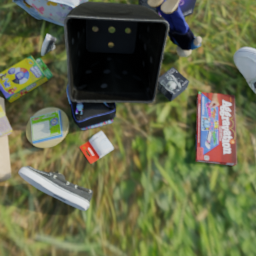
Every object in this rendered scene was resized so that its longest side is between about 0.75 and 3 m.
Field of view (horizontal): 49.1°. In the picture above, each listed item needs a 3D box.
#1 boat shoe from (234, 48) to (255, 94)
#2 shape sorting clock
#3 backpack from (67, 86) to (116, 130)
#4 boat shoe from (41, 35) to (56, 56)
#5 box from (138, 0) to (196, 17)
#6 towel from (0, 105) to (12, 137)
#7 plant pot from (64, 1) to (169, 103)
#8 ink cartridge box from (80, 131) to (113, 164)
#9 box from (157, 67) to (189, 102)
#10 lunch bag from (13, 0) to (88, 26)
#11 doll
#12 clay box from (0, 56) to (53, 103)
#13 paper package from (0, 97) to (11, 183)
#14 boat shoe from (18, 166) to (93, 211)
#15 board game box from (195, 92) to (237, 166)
[{"bbox_3d":[4.541,-1.573,9.284,0.931,1.025,2.788,-35,71,-31],"label":"boat shoe"},{"bbox_3d":[-2.612,-0.015,9.084,1.431,0.281,1.431,-3,69,7],"label":"shape sorting clock"},{"bbox_3d":[-1.220,-0.890,9.060,1.441,1.062,1.578,-18,70,-7],"label":"backpack"},{"bbox_3d":[-2.812,-2.878,9.930,0.394,1.161,0.416,11,67,-25],"label":"boat shoe"},{"bbox_3d":[1.480,-5.050,9.988,1.866,2.521,1.315,-30,71,-10],"label":"box"},{"bbox_3d":[-3.827,-0.169,7.733,0.161,1.418,1.019,-18,97,15],"label":"towel"},{"bbox_3d":[-0.454,-2.379,8.152,2.503,2.497,2.220,0,43,-7],"label":"plant pot"},{"bbox_3d":[-1.010,0.612,8.908,0.866,0.205,0.693,-32,71,-14],"label":"ink cartridge box"},{"bbox_3d":[1.502,-1.497,9.624,0.825,0.511,0.811,-40,75,-15],"label":"box"},{"bbox_3d":[-2.813,-5.190,10.607,2.459,1.563,2.085,16,70,-4],"label":"lunch bag"},{"bbox_3d":[1.545,-3.225,9.104,0.674,2.780,1.897,-50,58,2],"label":"doll"},{"bbox_3d":[-3.627,-1.767,9.740,1.743,0.415,1.002,-35,74,-10],"label":"clay box"},{"bbox_3d":[-4.839,0.154,7.463,1.530,2.958,2.820,-24,67,18],"label":"paper package"},{"bbox_3d":[-1.987,1.593,7.884,2.159,0.741,0.611,33,60,-14],"label":"boat shoe"},{"bbox_3d":[2.868,-0.022,9.160,1.247,0.236,2.422,6,68,1],"label":"board game box"}]
